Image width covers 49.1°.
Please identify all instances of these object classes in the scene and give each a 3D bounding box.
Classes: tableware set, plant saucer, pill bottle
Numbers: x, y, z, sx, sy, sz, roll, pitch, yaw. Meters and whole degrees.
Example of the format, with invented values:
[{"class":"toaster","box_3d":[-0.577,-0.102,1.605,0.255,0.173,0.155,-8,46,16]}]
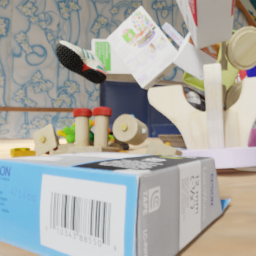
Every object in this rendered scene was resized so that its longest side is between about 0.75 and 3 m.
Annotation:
[{"class":"tableware set","box_3d":[2.926,-1.402,7.311,1.536,2.324,0.466,-9,20,-13]},{"class":"plant saucer","box_3d":[3.175,-2.351,9.968,0.534,2.232,2.229,1,25,-37]},{"class":"pill bottle","box_3d":[2.544,-0.899,11.754,1.390,1.390,2.618,-1,-10,41]},{"class":"plant saucer","box_3d":[2.006,0.363,8.006,2.297,0.338,2.297,1,-2,0]}]

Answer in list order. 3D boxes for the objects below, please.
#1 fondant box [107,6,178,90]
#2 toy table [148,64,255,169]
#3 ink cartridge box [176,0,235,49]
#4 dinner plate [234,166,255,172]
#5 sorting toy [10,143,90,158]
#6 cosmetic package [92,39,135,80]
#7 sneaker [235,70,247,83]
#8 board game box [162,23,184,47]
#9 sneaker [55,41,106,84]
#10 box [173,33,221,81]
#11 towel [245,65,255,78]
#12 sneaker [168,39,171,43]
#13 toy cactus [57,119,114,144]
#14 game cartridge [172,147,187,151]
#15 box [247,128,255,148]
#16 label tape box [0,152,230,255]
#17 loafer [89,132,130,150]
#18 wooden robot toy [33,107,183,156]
[{"class":"fondant box","box_3d":[0.530,-2.580,9.196,1.561,2.164,0.630,-39,-12,18]},{"class":"toy table","box_3d":[1.827,-0.111,5.877,2.749,1.751,2.991,-3,-6,4]},{"class":"ink cartridge box","box_3d":[1.324,-2.500,5.136,0.691,1.650,1.191,-15,-33,7]},{"class":"dinner plate","box_3d":[2.468,0.785,5.633,0.926,0.112,0.926,1,-1,0]},{"class":"sorting toy","box_3d":[-1.950,0.743,7.994,2.752,0.368,2.050,1,3,-32]},{"class":"cosmetic package","box_3d":[-0.149,-2.862,11.979,2.787,1.500,1.182,-2,-4,-7]},{"class":"sneaker","box_3d":[4.470,-2.194,12.489,1.144,2.035,0.725,47,-8,-21]},{"class":"board game box","box_3d":[1.809,-3.288,10.255,0.251,1.216,1.219,-44,0,22]},{"class":"sneaker","box_3d":[-1.669,-2.458,9.983,0.758,1.007,2.154,-35,-47,29]},{"class":"box","box_3d":[1.825,-2.002,7.280,0.863,1.388,0.677,31,-47,-3]},{"class":"towel","box_3d":[5.358,-2.454,11.061,1.418,1.047,0.351,-14,14,31]},{"class":"sneaker","box_3d":[1.579,-3.391,11.743,0.330,0.847,0.348,20,-29,-4]},{"class":"toy cactus","box_3d":[-1.315,0.500,10.573,2.654,1.357,2.190,-4,-22,36]},{"class":"game cartridge","box_3d":[1.452,0.714,8.298,1.372,0.421,2.062,-4,0,-22]},{"class":"box","box_3d":[5.696,0.488,12.020,1.732,0.952,1.969,0,-2,-20]},{"class":"label tape box","box_3d":[-0.006,0.484,2.298,1.263,0.583,1.762,-1,0,33]},{"class":"loafer","box_3d":[-0.911,0.532,12.480,2.470,0.881,0.902,-1,-1,39]},{"class":"wooden robot toy","box_3d":[-0.314,0.330,4.980,2.712,1.195,1.231,0,-12,26]}]
